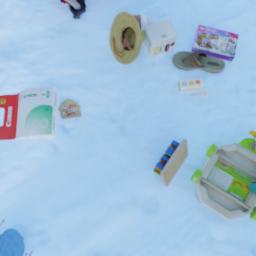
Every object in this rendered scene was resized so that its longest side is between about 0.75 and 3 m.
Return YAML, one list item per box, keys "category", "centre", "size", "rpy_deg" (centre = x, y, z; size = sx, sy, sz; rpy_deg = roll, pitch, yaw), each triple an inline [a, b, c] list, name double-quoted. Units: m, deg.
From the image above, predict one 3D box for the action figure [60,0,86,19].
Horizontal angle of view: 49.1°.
- category: "action figure"
  centre: [-1.979, -5.881, 10.648]
  size: [2.749, 1.487, 2.842]
  rpy_deg: [-22, 82, 8]

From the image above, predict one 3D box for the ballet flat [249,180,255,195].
- category: "ballet flat"
  centre: [4.031, 1.707, 7.848]
  size: [0.621, 1.673, 0.621]
  rpy_deg: [0, 88, -4]

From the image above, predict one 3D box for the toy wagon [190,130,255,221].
- category: "toy wagon"
  centre: [3.488, 1.415, 8.975]
  size: [2.268, 0.578, 2.923]
  rpy_deg: [32, 74, 9]

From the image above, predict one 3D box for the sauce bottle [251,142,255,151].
- category: "sauce bottle"
  centre: [4.371, 0.623, 8.863]
  size: [0.867, 0.280, 0.280]
  rpy_deg: [6, 72, 12]

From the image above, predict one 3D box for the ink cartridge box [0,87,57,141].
- category: "ink cartridge box"
  centre: [-3.611, -0.494, 9.635]
  size: [2.211, 0.554, 1.780]
  rpy_deg: [-2, 72, -2]

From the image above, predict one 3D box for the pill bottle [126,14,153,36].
- category: "pill bottle"
  centre: [0.222, -3.873, 10.591]
  size: [1.398, 0.784, 0.784]
  rpy_deg: [-3, 72, -1]

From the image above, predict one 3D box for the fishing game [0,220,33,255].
- category: "fishing game"
  centre: [-3.495, 3.543, 8.371]
  size: [1.450, 0.225, 1.039]
  rpy_deg: [32, 92, 19]

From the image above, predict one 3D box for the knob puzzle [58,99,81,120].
- category: "knob puzzle"
  centre: [-2.068, -0.674, 9.864]
  size: [0.869, 0.121, 0.869]
  rpy_deg: [5, 63, -10]

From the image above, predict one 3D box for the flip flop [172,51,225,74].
- category: "flip flop"
  centre: [2.600, -2.461, 10.234]
  size: [1.951, 0.562, 0.791]
  rpy_deg: [12, 72, 6]

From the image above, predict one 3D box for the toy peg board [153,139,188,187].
- category: "toy peg board"
  centre: [1.256, 1.001, 8.799]
  size: [0.637, 1.298, 1.303]
  rpy_deg: [29, 73, 25]

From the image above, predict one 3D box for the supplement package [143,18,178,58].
- category: "supplement package"
  centre: [1.150, -3.244, 10.239]
  size: [1.001, 1.047, 0.770]
  rpy_deg: [-18, 74, -5]

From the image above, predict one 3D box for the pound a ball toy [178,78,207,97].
- category: "pound a ball toy"
  centre: [2.318, -1.437, 9.985]
  size: [0.972, 0.413, 0.634]
  rpy_deg: [-6, 71, -2]

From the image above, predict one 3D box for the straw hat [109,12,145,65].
- category: "straw hat"
  centre: [0.144, -3.219, 10.087]
  size: [0.795, 1.879, 1.879]
  rpy_deg: [-18, 71, -35]

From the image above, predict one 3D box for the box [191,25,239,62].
- category: "box"
  centre: [3.301, -3.220, 10.621]
  size: [1.581, 0.309, 1.082]
  rpy_deg: [16, 73, 5]
